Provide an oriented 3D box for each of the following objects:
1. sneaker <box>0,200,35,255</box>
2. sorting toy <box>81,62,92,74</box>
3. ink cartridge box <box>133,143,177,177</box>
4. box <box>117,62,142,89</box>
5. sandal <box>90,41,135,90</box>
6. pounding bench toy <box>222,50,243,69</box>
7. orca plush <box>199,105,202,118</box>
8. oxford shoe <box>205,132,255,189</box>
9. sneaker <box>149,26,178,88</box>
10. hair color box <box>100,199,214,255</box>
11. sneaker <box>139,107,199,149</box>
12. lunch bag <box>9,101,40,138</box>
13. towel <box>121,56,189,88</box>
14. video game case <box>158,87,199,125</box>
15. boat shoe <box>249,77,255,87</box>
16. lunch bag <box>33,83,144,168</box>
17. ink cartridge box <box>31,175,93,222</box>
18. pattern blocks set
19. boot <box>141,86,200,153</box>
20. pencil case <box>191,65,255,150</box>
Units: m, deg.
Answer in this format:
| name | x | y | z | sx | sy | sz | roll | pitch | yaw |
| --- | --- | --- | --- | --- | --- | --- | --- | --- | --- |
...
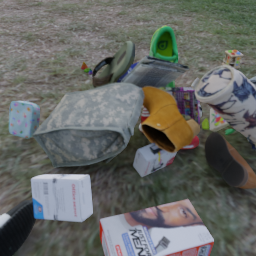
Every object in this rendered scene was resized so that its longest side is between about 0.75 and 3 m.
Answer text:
| name | x | y | z | sx | sy | sz | roll | pitch | yaw |
| --- | --- | --- | --- | --- | --- | --- | --- | --- | --- |
| sneaker | -2.745 | 2.064 | 4.872 | 1.112 | 0.931 | 2.512 | 22 | 42 | 24 |
| sorting toy | -1.682 | -2.474 | 11.443 | 0.287 | 0.285 | 0.827 | -19 | 40 | -24 |
| ink cartridge box | 0.664 | 0.709 | 6.831 | 0.957 | 0.698 | 0.396 | -21 | 55 | -25 |
| box | 0.128 | -1.736 | 10.106 | 1.675 | 0.271 | 1.015 | -30 | 75 | -30 |
| sandal | -0.684 | -1.763 | 8.737 | 0.745 | 2.611 | 1.037 | 11 | 53 | -29 |
| pounding bench toy | 4.302 | -2.956 | 11.754 | 0.535 | 0.672 | 0.862 | -8 | 38 | -10 |
| orca plush | 1.455 | -0.897 | 8.549 | 1.824 | 0.960 | 0.648 | 14 | 54 | -3 |
| oxford shoe | 2.502 | 0.814 | 6.951 | 0.692 | 0.693 | 1.942 | 21 | 27 | -23 |
| sneaker | 1.021 | -1.849 | 8.831 | 1.021 | 2.756 | 1.152 | 1 | 1 | 3 |
| hair color box | 0.472 | 2.003 | 5.066 | 1.802 | 0.576 | 0.999 | -8 | 36 | -17 |
| sneaker | 1.122 | -0.146 | 7.667 | 1.804 | 1.042 | 0.707 | 19 | 34 | 24 |
| lunch bag | -2.898 | -0.266 | 7.770 | 0.808 | 1.007 | 0.388 | 12 | 11 | 15 |
| towel | 0.720 | -1.429 | 7.740 | 1.400 | 1.454 | 0.251 | 7 | 69 | -26 |
| video game case | 1.453 | -0.612 | 8.033 | 1.121 | 1.237 | 0.222 | 3 | 44 | 20 |
| boat shoe | 4.080 | -1.095 | 8.966 | 1.056 | 0.977 | 2.860 | 27 | 46 | 26 |
| lunch bag | -0.754 | -0.109 | 6.993 | 2.332 | 1.371 | 1.913 | -9 | 35 | 25 |
| ink cartridge box | -1.122 | 1.163 | 4.745 | 0.951 | 0.696 | 0.408 | -3 | 2 | 21 |
| pattern blocks set | 2.620 | -0.340 | 7.968 | 0.117 | 1.272 | 1.447 | 28 | 40 | -28 |
| boot | 0.696 | -0.283 | 6.733 | 2.027 | 0.713 | 1.451 | 41 | 35 | 22 |
| pencil case | 2.797 | -0.438 | 6.893 | 1.204 | 2.691 | 1.047 | -12 | 50 | 54 |
